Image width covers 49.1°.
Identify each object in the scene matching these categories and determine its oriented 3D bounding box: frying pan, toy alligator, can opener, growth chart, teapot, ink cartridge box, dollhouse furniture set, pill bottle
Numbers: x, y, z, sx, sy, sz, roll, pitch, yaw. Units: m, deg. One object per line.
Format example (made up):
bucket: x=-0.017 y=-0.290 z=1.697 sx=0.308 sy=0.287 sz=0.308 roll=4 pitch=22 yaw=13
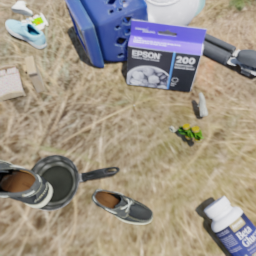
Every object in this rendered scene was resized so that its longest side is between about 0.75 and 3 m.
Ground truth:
frying pan: x=-1.639 y=1.254 z=7.797 sx=2.550 sy=0.415 sz=1.542 roll=-30 pitch=66 yaw=-4
toy alligator: x=1.781 y=0.074 z=8.336 sx=0.326 sy=0.450 sz=1.356 roll=-35 pitch=31 yaw=-23
can opener: x=3.487 y=-2.782 z=9.806 sx=2.955 sy=0.988 sz=0.788 roll=32 pitch=66 yaw=16
growth chart: x=-3.791 y=-4.027 z=10.977 sx=1.292 sy=0.115 sz=0.935 roll=-33 pitch=66 yaw=-17
teapot: x=1.266 y=-4.861 z=9.889 sx=2.836 sy=2.098 sz=2.873 roll=-15 pitch=80 yaw=3
ink cartridge box: x=1.098 y=-2.148 z=8.749 sx=2.226 sy=2.247 sz=0.488 roll=8 pitch=53 yaw=5
dollhouse furniture set: x=-4.128 y=-1.654 z=9.179 sx=2.363 sy=1.046 sz=1.225 roll=-17 pitch=63 yaw=-8
pill bottle: x=2.650 y=2.543 z=6.935 sx=0.890 sy=0.890 sz=1.602 roll=-32 pitch=73 yaw=-16

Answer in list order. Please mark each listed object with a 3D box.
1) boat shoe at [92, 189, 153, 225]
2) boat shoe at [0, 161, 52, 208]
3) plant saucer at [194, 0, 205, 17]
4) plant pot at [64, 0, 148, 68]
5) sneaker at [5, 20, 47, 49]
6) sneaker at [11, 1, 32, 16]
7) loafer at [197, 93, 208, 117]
boat shoe: x=-0.143 y=2.092 z=7.424 sx=1.734 sy=0.586 sz=0.623 roll=22 pitch=64 yaw=2
boat shoe: x=-3.435 y=1.299 z=7.440 sx=2.856 sy=0.966 sz=1.026 roll=12 pitch=65 yaw=16
plant saucer: x=1.742 y=-5.622 z=11.573 sx=3.005 sy=0.578 sz=3.005 roll=0 pitch=61 yaw=0
plant pot: x=-0.744 y=-3.629 z=9.548 sx=2.134 sy=2.374 sz=2.373 roll=-24 pitch=65 yaw=-6
sneaker: x=-3.764 y=-3.658 z=10.324 sx=1.794 sy=0.735 sz=0.663 roll=29 pitch=57 yaw=6
sneaker: x=-4.180 y=-4.846 z=11.277 sx=0.936 sy=0.345 sz=0.541 roll=20 pitch=67 yaw=12
loafer: x=2.289 y=-0.721 z=8.760 sx=0.263 sy=0.264 sz=0.755 roll=-12 pitch=81 yaw=27
